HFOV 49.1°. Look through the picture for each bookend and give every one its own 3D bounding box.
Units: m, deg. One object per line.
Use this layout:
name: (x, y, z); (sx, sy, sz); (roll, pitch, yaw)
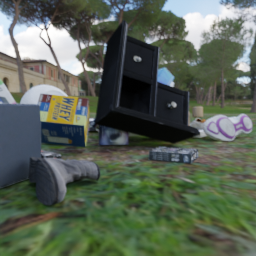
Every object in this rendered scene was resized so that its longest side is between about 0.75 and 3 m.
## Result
bookend: (0.670, -1.240, 8.477); (2.829, 2.811, 1.303); (15, -22, -23)

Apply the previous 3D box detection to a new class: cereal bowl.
cereal bowl: (-3.004, -0.811, 11.063); (2.281, 2.281, 0.950); (-5, -29, -49)

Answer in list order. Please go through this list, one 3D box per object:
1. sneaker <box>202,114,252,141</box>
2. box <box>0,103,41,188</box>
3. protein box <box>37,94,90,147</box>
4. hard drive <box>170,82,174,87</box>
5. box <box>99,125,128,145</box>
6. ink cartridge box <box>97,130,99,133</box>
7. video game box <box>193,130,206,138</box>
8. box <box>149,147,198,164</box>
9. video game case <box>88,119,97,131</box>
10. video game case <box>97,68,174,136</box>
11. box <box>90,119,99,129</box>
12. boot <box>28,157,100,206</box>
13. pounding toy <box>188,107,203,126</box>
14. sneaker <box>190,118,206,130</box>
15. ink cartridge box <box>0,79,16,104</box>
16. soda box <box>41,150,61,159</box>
sneaker: (3.553, 0.101, 10.567); (2.571, 0.963, 1.281); (-3, -13, -37)
box: (-2.959, 0.238, 4.524); (2.430, 1.301, 1.804); (3, 5, 19)
protein box: (-1.587, -0.153, 6.934); (1.156, 0.780, 1.147); (6, -31, -3)
hard drive: (1.586, -0.991, 12.910); (0.261, 1.990, 1.313); (20, -23, 10)
box: (-0.467, 0.067, 8.852); (0.934, 0.942, 0.580); (-1, 0, -6)
ink cartridge box: (-1.135, -0.042, 12.082); (0.362, 0.615, 1.068); (-33, 16, -19)
video game box: (2.687, 0.196, 11.660); (1.141, 0.293, 1.253); (6, 8, 35)
box: (1.076, 0.623, 6.573); (0.995, 0.217, 0.797); (2, 5, 23)
video game case: (-0.921, -0.176, 14.407); (2.669, 0.527, 2.944); (-1, 3, -11)
video game case: (0.199, -0.909, 10.664); (0.612, 2.694, 2.442); (42, -23, -26)
box: (-0.817, -0.455, 10.131); (0.224, 1.187, 0.810); (45, 4, 9)
boot: (-0.859, 0.680, 4.169); (1.020, 0.541, 1.550); (4, 7, -27)
pounding toy: (1.809, -0.143, 10.269); (1.945, 1.013, 2.214); (5, -8, -34)
sneaker: (2.608, -0.131, 10.827); (0.407, 0.474, 1.119); (-2, -2, -33)
ink cartridge box: (-4.061, -0.545, 8.257); (1.359, 1.870, 0.818); (-37, 29, -25)
soda box: (-1.744, 0.651, 5.862); (0.307, 0.275, 0.867); (-3, 5, -42)
